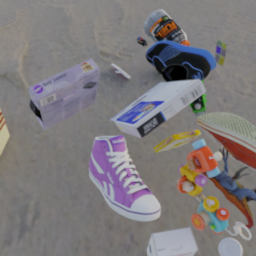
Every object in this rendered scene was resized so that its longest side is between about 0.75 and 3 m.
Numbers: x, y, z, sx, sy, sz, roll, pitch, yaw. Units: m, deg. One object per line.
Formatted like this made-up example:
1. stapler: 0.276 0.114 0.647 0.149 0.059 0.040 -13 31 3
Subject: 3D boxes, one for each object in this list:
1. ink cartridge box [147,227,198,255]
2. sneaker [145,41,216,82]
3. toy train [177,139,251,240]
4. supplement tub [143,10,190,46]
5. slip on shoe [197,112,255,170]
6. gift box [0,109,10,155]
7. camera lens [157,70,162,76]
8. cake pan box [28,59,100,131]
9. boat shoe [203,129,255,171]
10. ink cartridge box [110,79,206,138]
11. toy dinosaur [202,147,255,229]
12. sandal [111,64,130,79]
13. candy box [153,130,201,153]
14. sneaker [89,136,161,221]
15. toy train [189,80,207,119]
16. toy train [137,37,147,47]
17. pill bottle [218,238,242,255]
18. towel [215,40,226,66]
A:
1. ink cartridge box: 1.064 3.093 7.092 1.008 1.377 0.591 -6 51 -8
2. sneaker: 1.367 -2.084 9.184 1.163 1.047 2.986 -41 35 -16
3. toy train: 1.737 1.531 6.453 0.668 1.805 2.403 -23 87 -19
4. supplement tub: 1.510 -3.610 10.929 1.091 1.091 1.780 -35 79 -25
5. slip on shoe: 2.810 0.364 7.047 1.096 0.905 2.959 -15 32 -26
6. gift box: -6.204 0.446 10.144 2.795 2.579 2.610 -1 44 1
7. camera lens: 2.156 -3.220 13.910 1.454 1.163 1.163 -8 51 -8
8. cake pan box: -1.980 -0.972 8.877 2.212 2.037 0.578 -32 72 -20
9. boat shoe: 3.362 0.563 8.691 2.447 0.867 0.854 38 32 1
10. ink cartridge box: 0.698 -0.581 7.779 2.122 0.505 2.147 -37 14 -12
11. toy dinosaur: 2.751 1.600 7.564 1.983 1.147 2.185 12 87 -3
12. sandal: -0.441 -2.802 14.089 1.340 0.545 0.329 42 103 28
13. candy box: 1.603 0.415 9.014 1.681 0.859 0.222 -8 63 -50
14. sneaker: -0.158 0.962 6.328 0.885 1.392 2.441 -10 28 -39
15. toy train: 2.462 -1.149 9.970 0.606 0.819 2.905 -10 26 17
16. toy train: 0.433 -2.784 9.009 0.156 0.210 0.916 -16 27 -5
17. pill bottle: 2.473 2.933 6.741 0.527 0.947 0.527 -9 65 19
18. towel: 3.966 -3.216 12.079 0.110 0.962 0.691 -11 38 -12
